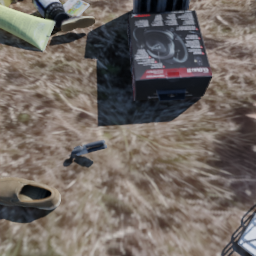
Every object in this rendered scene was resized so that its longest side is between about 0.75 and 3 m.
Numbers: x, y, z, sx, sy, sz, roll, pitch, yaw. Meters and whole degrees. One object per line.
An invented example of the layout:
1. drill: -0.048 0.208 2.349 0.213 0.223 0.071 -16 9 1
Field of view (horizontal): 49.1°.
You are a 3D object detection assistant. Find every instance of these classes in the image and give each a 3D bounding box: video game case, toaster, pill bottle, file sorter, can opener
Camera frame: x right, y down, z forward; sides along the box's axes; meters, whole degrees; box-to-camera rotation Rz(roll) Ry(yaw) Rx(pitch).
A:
1. video game case: -2.012 -4.471 10.430 0.776 0.098 0.853 28 65 14
2. toaster: 1.130 -4.537 9.366 1.888 2.088 1.239 1 58 -1
3. pill bottle: -2.726 -4.204 9.903 0.784 0.784 1.402 -33 69 -16
4. file sorter: 3.825 2.223 6.363 1.407 1.262 2.028 37 68 17
5. can opener: -1.059 0.571 7.525 0.981 0.328 0.262 -15 106 21

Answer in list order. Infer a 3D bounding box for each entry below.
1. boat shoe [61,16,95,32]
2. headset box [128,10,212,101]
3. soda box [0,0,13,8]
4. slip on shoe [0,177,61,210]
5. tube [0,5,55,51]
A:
1. boat shoe: -1.738 -3.646 9.604 1.191 0.429 0.386 -18 61 -4
2. headset box: 1.171 -2.158 8.655 2.203 1.143 2.961 -4 64 -2
3. soda box: -4.587 -5.521 10.603 0.781 0.738 2.305 18 64 8
4. slip on shoe: -2.691 1.625 7.034 1.949 0.590 0.741 12 64 6
5. tube: -3.858 -3.609 9.694 2.694 0.782 0.699 24 47 11
